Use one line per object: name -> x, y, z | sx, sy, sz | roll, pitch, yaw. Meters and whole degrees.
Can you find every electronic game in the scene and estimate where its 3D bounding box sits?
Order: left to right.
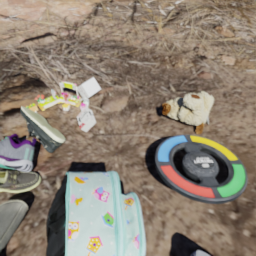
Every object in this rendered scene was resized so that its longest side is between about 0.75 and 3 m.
electronic game -> 2.234, 1.159, 8.706 | 2.875, 0.598, 2.875 | 6, 36, -5

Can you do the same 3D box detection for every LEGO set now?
LEGO set -> -2.919, -1.242, 11.448 | 2.596, 0.966, 1.194 | -2, 47, -2

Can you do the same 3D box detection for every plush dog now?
plush dog -> 2.202, -0.672, 10.889 | 1.670, 1.560, 1.944 | 15, 18, 32

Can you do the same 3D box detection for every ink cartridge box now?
ink cartridge box -> -1.615, -0.320, 10.757 | 0.577, 0.335, 0.800 | -44, 40, 16

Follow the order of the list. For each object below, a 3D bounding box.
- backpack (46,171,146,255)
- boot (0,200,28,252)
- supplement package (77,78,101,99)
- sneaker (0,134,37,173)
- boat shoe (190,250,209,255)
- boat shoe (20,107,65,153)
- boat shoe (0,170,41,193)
backpack -> -0.818, 2.444, 6.543 | 2.259, 2.947, 2.590 | 1, 46, -9
boot -> -3.773, 3.125, 7.018 | 2.225, 0.888, 2.447 | -24, 34, 18
supplement package -> -1.678, -1.677, 11.967 | 0.438, 0.615, 0.789 | -19, 18, 47
sneaker -> -4.102, 0.724, 9.192 | 2.561, 0.953, 1.121 | 7, 73, 19
boat shoe -> 2.573, 4.070, 6.450 | 2.989, 0.846, 1.026 | 35, 10, 11
boat shoe -> -3.335, 0.077, 10.340 | 2.454, 0.917, 0.814 | 36, 96, 23
boat shoe -> -3.787, 1.669, 8.915 | 1.869, 0.614, 0.668 | -4, 51, -2
